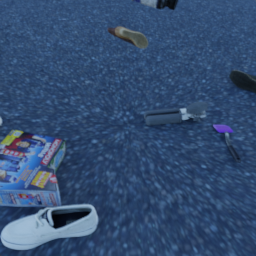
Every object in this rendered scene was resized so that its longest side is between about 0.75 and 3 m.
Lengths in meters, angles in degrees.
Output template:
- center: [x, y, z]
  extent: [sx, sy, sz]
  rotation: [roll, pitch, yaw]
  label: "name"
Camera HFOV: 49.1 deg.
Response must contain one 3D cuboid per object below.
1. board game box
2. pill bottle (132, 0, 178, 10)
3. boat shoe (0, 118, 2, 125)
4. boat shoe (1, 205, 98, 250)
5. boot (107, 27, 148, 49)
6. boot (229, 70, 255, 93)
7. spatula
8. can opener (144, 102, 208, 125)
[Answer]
- center: [-2.881, 1.311, 8.205]
  extent: [2.513, 0.776, 2.515]
  rotation: [11, 41, 11]
  label: "board game box"
- center: [0.792, -4.040, 8.356]
  extent: [1.458, 0.815, 0.815]
  rotation: [20, 43, 5]
  label: "pill bottle"
- center: [-5.167, 0.147, 9.523]
  extent: [0.943, 0.837, 2.562]
  rotation: [-1, 40, -1]
  label: "boat shoe"
- center: [-1.969, 2.335, 6.993]
  extent: [2.382, 0.779, 0.876]
  rotation: [-11, 41, -12]
  label: "boat shoe"
- center: [-0.003, -2.498, 7.652]
  extent: [0.988, 0.357, 0.822]
  rotation: [17, 11, -36]
  label: "boot"
- center: [5.510, -2.157, 12.481]
  extent: [1.777, 0.688, 1.229]
  rotation: [36, 46, 18]
  label: "boot"
- center: [3.474, 0.474, 9.630]
  extent: [0.573, 0.208, 2.027]
  rotation: [0, 40, -3]
  label: "spatula"
- center: [1.788, -0.618, 10.466]
  extent: [2.347, 0.785, 0.626]
  rotation: [-5, 41, -6]
  label: "can opener"
